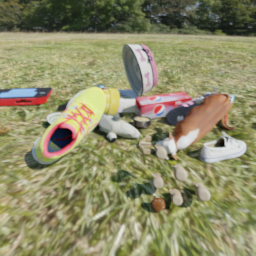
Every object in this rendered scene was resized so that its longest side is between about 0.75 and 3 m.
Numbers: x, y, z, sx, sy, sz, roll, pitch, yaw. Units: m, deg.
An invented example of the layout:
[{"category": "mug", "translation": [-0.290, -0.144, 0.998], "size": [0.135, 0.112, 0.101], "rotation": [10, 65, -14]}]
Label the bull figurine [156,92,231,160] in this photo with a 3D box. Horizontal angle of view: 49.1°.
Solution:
[{"category": "bull figurine", "translation": [1.899, -0.115, 8.164], "size": [2.476, 0.806, 1.503], "rotation": [-39, 11, 14]}]

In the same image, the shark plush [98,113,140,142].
[{"category": "shark plush", "translation": [-0.574, -0.009, 9.637], "size": [0.887, 0.968, 2.130], "rotation": [11, -4, -44]}]

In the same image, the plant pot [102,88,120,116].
[{"category": "plant pot", "translation": [-0.962, -0.944, 10.210], "size": [1.017, 1.081, 1.081], "rotation": [6, 19, -24]}]

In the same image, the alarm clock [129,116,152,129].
[{"category": "alarm clock", "translation": [0.431, -0.224, 10.185], "size": [0.956, 0.318, 0.645], "rotation": [21, 27, 38]}]

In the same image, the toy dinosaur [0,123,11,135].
[{"category": "toy dinosaur", "translation": [-4.122, 0.066, 9.188], "size": [0.475, 0.894, 0.270], "rotation": [-16, 66, -46]}]

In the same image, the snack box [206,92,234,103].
[{"category": "snack box", "translation": [4.251, -1.416, 13.139], "size": [1.250, 0.232, 0.726], "rotation": [12, 25, 25]}]

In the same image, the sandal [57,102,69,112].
[{"category": "sandal", "translation": [-2.542, -0.962, 11.894], "size": [0.978, 0.368, 0.234], "rotation": [-15, 30, -30]}]

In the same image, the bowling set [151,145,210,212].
[{"category": "bowling set", "translation": [0.860, 1.223, 6.094], "size": [1.600, 1.113, 0.859], "rotation": [47, 6, 4]}]

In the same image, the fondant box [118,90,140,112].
[{"category": "fondant box", "translation": [-0.133, -1.208, 12.284], "size": [1.295, 0.523, 1.795], "rotation": [1, 22, 1]}]

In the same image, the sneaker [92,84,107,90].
[{"category": "sneaker", "translation": [-1.371, -1.454, 11.976], "size": [0.993, 0.824, 2.078], "rotation": [-34, 20, 11]}]

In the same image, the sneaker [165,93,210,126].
[{"category": "sneaker", "translation": [2.316, -0.650, 10.193], "size": [1.983, 0.696, 0.813], "rotation": [-22, 3, 22]}]

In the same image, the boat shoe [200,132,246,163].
[{"category": "boat shoe", "translation": [2.781, 0.457, 8.071], "size": [1.652, 0.704, 0.610], "rotation": [-10, 27, -23]}]

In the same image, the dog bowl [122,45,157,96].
[{"category": "dog bowl", "translation": [0.496, -2.470, 11.658], "size": [0.799, 2.168, 2.168], "rotation": [-19, 27, -11]}]

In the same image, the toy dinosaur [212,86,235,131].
[{"category": "toy dinosaur", "translation": [3.553, -0.550, 10.921], "size": [1.833, 1.061, 2.020], "rotation": [-9, 57, -43]}]

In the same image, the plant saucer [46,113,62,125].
[{"category": "plant saucer", "translation": [-2.467, -0.219, 10.160], "size": [0.970, 0.243, 0.970], "rotation": [11, 29, -6]}]

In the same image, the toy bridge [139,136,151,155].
[{"category": "toy bridge", "translation": [0.523, 0.519, 8.685], "size": [0.350, 0.142, 1.042], "rotation": [2, 23, 5]}]

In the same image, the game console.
[{"category": "game console", "translation": [-5.120, -1.571, 13.277], "size": [2.760, 0.428, 2.441], "rotation": [-2, 23, -6]}]

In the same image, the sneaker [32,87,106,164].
[{"category": "sneaker", "translation": [-1.428, -0.071, 7.510], "size": [2.651, 1.036, 1.197], "rotation": [-53, 13, -16]}]

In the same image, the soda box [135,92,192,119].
[{"category": "soda box", "translation": [1.377, -0.881, 11.020], "size": [2.144, 0.680, 0.750], "rotation": [-10, 30, -16]}]
